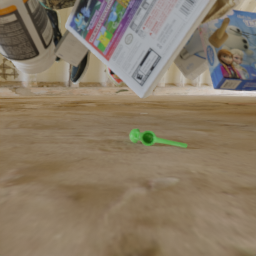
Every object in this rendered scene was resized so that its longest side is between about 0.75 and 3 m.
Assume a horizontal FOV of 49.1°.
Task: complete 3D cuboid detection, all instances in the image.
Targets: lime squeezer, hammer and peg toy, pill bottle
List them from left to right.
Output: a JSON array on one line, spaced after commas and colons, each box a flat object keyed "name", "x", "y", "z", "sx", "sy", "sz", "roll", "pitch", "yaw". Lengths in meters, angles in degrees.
[{"name": "pill bottle", "x": -3.030, "y": -2.874, "z": 7.650, "sx": 1.714, "sy": 1.714, "sz": 2.946, "roll": 0, "pitch": -23, "yaw": 2}, {"name": "lime squeezer", "x": 0.431, "y": 0.257, "z": 6.194, "sx": 0.631, "sy": 0.337, "sz": 1.788, "roll": 32, "pitch": -14, "yaw": -35}, {"name": "hammer and peg toy", "x": 1.475, "y": -2.568, "z": 5.573, "sx": 1.948, "sy": 0.687, "sz": 1.433, "roll": 43, "pitch": 2, "yaw": -6}]

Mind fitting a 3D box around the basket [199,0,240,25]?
[{"name": "basket", "x": 2.002, "y": -3.654, "z": 7.395, "sx": 0.998, "sy": 1.618, "sz": 1.097, "roll": -26, "pitch": 5, "yaw": -5}]

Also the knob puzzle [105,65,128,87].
[{"name": "knob puzzle", "x": -0.091, "y": -3.156, "z": 12.612, "sx": 3.002, "sy": 3.002, "sz": 0.416, "roll": 6, "pitch": -12, "yaw": 36}]

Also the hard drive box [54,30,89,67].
[{"name": "hard drive box", "x": -1.551, "y": -2.362, "z": 8.044, "sx": 0.757, "sy": 0.971, "sz": 0.373, "roll": 26, "pitch": 27, "yaw": -33}]

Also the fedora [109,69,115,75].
[{"name": "fedora", "x": -0.455, "y": -3.301, "z": 10.687, "sx": 1.201, "sy": 2.630, "sz": 2.630, "roll": 30, "pitch": 9, "yaw": -1}]

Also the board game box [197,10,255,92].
[{"name": "board game box", "x": 3.732, "y": -2.429, "z": 8.629, "sx": 2.865, "sy": 2.851, "sz": 0.621, "roll": 1, "pitch": -29, "yaw": -13}]

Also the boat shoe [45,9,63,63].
[{"name": "boat shoe", "x": -2.841, "y": -3.458, "z": 10.253, "sx": 0.821, "sy": 2.198, "sz": 0.729, "roll": -18, "pitch": -17, "yaw": 36}]

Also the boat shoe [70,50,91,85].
[{"name": "boat shoe", "x": -2.076, "y": -3.112, "z": 11.931, "sx": 0.779, "sy": 2.584, "sz": 0.977, "roll": 27, "pitch": -26, "yaw": -35}]

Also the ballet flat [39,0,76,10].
[{"name": "ballet flat", "x": -0.799, "y": -3.285, "z": 6.321, "sx": 1.032, "sy": 0.929, "sz": 2.740, "roll": -24, "pitch": 8, "yaw": 46}]

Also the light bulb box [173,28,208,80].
[{"name": "light bulb box", "x": 2.663, "y": -3.432, "z": 10.992, "sx": 2.212, "sy": 2.192, "sz": 1.380, "roll": -38, "pitch": -11, "yaw": 22}]

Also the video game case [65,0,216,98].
[{"name": "video game case", "x": 0.173, "y": -2.339, "z": 5.221, "sx": 2.446, "sy": 2.685, "sz": 0.308, "roll": 45, "pitch": 32, "yaw": 15}]
